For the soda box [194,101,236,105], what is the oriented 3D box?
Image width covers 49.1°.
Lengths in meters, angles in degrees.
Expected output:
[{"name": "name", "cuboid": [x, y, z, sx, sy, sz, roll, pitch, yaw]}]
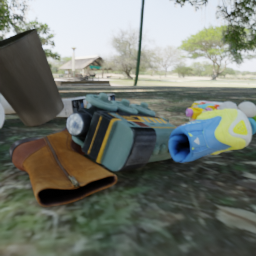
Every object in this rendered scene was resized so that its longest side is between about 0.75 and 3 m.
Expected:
[{"name": "soda box", "cuboid": [3.947, -0.871, 12.882, 0.636, 0.594, 1.866, -8, 13, -35]}]

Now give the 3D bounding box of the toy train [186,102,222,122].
[{"name": "toy train", "cuboid": [3.184, -0.422, 10.426, 1.945, 0.720, 2.589, 5, 15, 17]}]

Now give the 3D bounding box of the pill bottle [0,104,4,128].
[{"name": "pill bottle", "cuboid": [-4.790, -0.466, 8.178, 2.138, 1.135, 1.135, 11, 15, 24]}]

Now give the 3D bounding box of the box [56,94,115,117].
[{"name": "box", "cuboid": [-1.904, -1.027, 12.682, 2.443, 0.735, 1.425, -13, 12, -43]}]

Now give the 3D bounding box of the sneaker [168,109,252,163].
[{"name": "sneaker", "cuboid": [1.165, 0.146, 4.925, 1.147, 0.827, 2.184, -14, -8, -4]}]

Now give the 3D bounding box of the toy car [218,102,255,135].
[{"name": "toy car", "cuboid": [3.152, -0.103, 8.175, 1.303, 1.141, 0.977, 1, 45, 0]}]

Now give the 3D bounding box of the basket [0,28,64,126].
[{"name": "basket", "cuboid": [-3.603, -1.658, 9.876, 1.956, 2.876, 2.593, -6, 31, 24]}]

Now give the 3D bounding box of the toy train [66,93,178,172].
[{"name": "toy train", "cuboid": [0.100, 0.135, 5.686, 1.577, 1.179, 2.767, 31, 15, 32]}]

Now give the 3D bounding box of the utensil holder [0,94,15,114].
[{"name": "utensil holder", "cuboid": [-5.376, -1.456, 13.432, 1.837, 1.561, 1.561, -5, 12, -27]}]

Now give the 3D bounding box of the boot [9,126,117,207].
[{"name": "boot", "cuboid": [-0.914, 0.479, 5.259, 2.236, 0.813, 2.375, -7, 13, -33]}]
